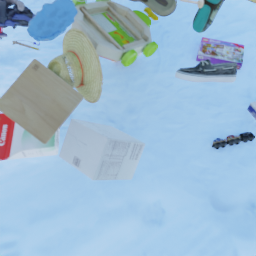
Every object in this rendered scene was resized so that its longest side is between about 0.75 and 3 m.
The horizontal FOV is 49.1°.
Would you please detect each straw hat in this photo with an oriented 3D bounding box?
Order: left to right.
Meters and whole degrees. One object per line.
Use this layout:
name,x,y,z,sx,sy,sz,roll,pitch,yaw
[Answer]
straw hat,-1.395,-1.293,6.408,0.795,1.879,1.879,-27,58,-29

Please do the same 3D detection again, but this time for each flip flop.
flip flop,0.431,-3.666,7.478,1.951,0.562,0.791,41,100,18

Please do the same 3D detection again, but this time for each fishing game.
fishing game,-1.353,-1.947,5.001,1.450,1.039,0.225,-38,84,21

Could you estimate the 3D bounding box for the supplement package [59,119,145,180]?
supplement package,-0.466,0.403,5.114,1.001,1.047,0.770,26,99,39

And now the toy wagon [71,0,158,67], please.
toy wagon,-0.176,-2.859,7.957,2.268,0.578,2.923,48,46,9

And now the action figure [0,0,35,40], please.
action figure,-3.376,-3.478,7.332,2.842,2.749,1.487,-5,32,-43

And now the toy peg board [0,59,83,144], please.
toy peg board,-1.874,-0.544,6.123,1.303,0.637,1.298,38,85,-4

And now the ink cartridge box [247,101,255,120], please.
ink cartridge box,4.882,-0.267,8.425,1.807,0.367,1.803,-17,56,-12

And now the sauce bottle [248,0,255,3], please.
sauce bottle,3.142,-3.458,7.259,0.867,0.280,0.280,11,53,-16

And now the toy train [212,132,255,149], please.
toy train,3.011,0.339,8.086,1.323,0.226,0.303,-12,52,-9

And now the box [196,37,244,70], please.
box,3.375,-2.741,10.234,1.581,0.309,1.082,15,56,10

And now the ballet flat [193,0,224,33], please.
ballet flat,2.241,-3.340,7.415,0.621,1.673,0.621,12,50,-14

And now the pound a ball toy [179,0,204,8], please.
pound a ball toy,1.374,-3.281,6.515,0.972,0.413,0.634,18,76,1

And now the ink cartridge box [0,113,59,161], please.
ink cartridge box,-3.128,0.036,8.135,2.211,0.554,1.780,-4,54,-5

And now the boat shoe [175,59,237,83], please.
boat shoe,1.962,-1.466,7.055,1.546,0.548,0.557,0,24,-4

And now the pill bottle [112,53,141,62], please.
pill bottle,0.002,-2.886,10.053,1.398,0.784,0.784,-15,56,-10
